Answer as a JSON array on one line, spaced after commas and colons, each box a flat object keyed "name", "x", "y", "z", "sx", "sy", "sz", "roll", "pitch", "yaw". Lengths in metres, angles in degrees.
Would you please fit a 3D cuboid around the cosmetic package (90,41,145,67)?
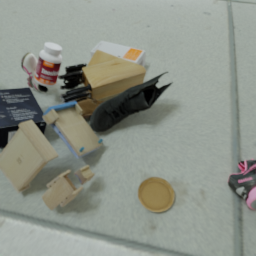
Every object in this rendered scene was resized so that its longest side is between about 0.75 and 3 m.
[{"name": "cosmetic package", "x": -0.428, "y": -2.971, "z": 11.997, "sx": 2.116, "sy": 0.754, "sz": 1.073, "roll": 17, "pitch": 48, "yaw": 15}]

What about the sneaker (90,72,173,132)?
[{"name": "sneaker", "x": 0.100, "y": -0.859, "z": 9.430, "sx": 2.903, "sy": 0.872, "sz": 1.514, "roll": -40, "pitch": 20, "yaw": -25}]

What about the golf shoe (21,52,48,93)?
[{"name": "golf shoe", "x": -3.407, "y": -2.045, "z": 10.451, "sx": 0.823, "sy": 1.788, "sz": 0.649, "roll": 27, "pitch": 61, "yaw": 13}]

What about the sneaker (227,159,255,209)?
[{"name": "sneaker", "x": 3.925, "y": 1.178, "z": 8.191, "sx": 2.577, "sy": 1.018, "sz": 1.229, "roll": -30, "pitch": 43, "yaw": -26}]

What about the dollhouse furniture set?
[{"name": "dollhouse furniture set", "x": -2.006, "y": 0.859, "z": 8.529, "sx": 2.562, "sy": 1.771, "sz": 2.714, "roll": 51, "pitch": 32, "yaw": 7}]

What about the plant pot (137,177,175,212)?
[{"name": "plant pot", "x": 0.784, "y": 1.892, "z": 7.921, "sx": 1.050, "sy": 0.144, "sz": 1.050, "roll": 1, "pitch": 53, "yaw": -1}]

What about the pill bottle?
[{"name": "pill bottle", "x": -2.751, "y": -2.199, "z": 9.739, "sx": 0.778, "sy": 1.377, "sz": 0.778, "roll": 17, "pitch": 31, "yaw": -11}]

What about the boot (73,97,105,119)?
[{"name": "boot", "x": -1.179, "y": -0.821, "z": 10.052, "sx": 1.742, "sy": 0.657, "sz": 0.641, "roll": -17, "pitch": 27, "yaw": -20}]

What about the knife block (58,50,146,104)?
[{"name": "knife block", "x": -1.060, "y": -1.598, "z": 10.564, "sx": 2.886, "sy": 0.923, "sz": 2.534, "roll": 21, "pitch": 63, "yaw": 2}]

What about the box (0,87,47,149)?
[{"name": "box", "x": -3.788, "y": -0.350, "z": 9.027, "sx": 1.720, "sy": 1.027, "sz": 1.749, "roll": -11, "pitch": 52, "yaw": -36}]
